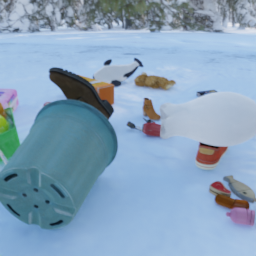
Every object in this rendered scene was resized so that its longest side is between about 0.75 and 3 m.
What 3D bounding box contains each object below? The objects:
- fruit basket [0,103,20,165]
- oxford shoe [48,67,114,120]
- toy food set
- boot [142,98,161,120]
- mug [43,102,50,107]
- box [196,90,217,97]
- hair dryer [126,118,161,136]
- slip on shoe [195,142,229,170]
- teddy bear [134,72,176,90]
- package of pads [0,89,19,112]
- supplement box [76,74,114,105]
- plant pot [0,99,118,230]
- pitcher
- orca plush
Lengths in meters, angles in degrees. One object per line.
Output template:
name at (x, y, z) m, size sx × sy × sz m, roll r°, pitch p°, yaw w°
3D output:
fruit basket at (-4.025, -0.466, 7.546) m, size 1.304 × 2.783 × 2.578 m, roll -32°, pitch 33°, yaw -11°
oxford shoe at (-1.517, -0.808, 8.815) m, size 0.991 × 2.727 × 1.151 m, roll 4°, pitch 60°, yaw 45°
toy food set at (2.435, 1.567, 5.946) m, size 1.223 × 0.303 × 1.923 m, roll -10°, pitch 26°, yaw -22°
boot at (0.901, -0.724, 10.584) m, size 0.359 × 0.727 × 0.937 m, roll -16°, pitch 29°, yaw -32°
mug at (-2.782, -0.663, 10.593) m, size 0.973 × 0.649 × 0.863 m, roll 9°, pitch 24°, yaw 28°
box at (3.817, -1.492, 12.934) m, size 0.976 × 0.243 × 0.969 m, roll -7°, pitch 24°, yaw -15°
hair dryer at (0.856, -0.090, 9.513) m, size 1.216 × 0.434 × 1.597 m, roll -18°, pitch 33°, yaw -42°
slip on shoe at (2.446, 0.426, 8.072) m, size 0.822 × 0.679 × 2.218 m, roll 10°, pitch 24°, yaw 25°
teddy bear at (1.398, -2.459, 14.515) m, size 2.194 × 0.732 × 1.590 m, roll 21°, pitch 29°, yaw 38°
package of pads at (-5.114, -0.797, 10.550) m, size 1.423 × 0.894 × 2.362 m, roll -6°, pitch 24°, yaw -6°
supplement box at (-1.864, -1.715, 12.559) m, size 2.840 × 0.945 × 0.977 m, roll 22°, pitch 32°, yaw 40°
plant pot at (-1.479, 0.784, 5.838) m, size 2.103 × 2.103 × 2.060 m, roll 5°, pitch 32°, yaw 12°
pitcher at (2.093, -0.273, 7.576) m, size 2.312 × 1.401 × 1.983 m, roll -1°, pitch 11°, yaw 12°
orca plush at (-0.655, -3.001, 15.296) m, size 2.899 × 1.525 × 1.031 m, roll -39°, pitch -1°, yaw -22°
